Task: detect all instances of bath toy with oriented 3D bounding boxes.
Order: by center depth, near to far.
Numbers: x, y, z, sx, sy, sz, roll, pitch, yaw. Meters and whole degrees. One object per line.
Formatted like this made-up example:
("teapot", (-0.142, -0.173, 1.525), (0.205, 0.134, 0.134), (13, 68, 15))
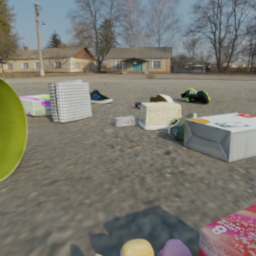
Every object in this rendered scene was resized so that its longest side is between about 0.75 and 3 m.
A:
("bath toy", (0.392, 1.368, 2.670), (1.466, 0.638, 0.542), (1, -11, -15))

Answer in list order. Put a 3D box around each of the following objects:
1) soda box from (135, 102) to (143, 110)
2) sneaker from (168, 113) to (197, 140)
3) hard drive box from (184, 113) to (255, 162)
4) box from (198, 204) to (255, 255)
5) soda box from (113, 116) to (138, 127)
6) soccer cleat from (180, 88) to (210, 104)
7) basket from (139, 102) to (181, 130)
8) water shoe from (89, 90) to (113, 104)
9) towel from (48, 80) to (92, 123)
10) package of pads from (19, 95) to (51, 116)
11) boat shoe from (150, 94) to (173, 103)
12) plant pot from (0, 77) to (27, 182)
("soda box", (0.759, -1.126, 14.498), (0.378, 0.338, 1.068), (-8, 14, -29))
("sneaker", (1.736, -0.109, 8.998), (0.898, 0.671, 2.000), (7, 17, 10))
("hard drive box", (2.785, 0.178, 7.475), (2.045, 0.785, 1.594), (-7, 15, -30))
("box", (1.493, 1.334, 1.410), (1.063, 1.110, 2.226), (-8, 15, -32))
("soda box", (-0.086, -0.247, 10.541), (0.910, 0.311, 0.289), (-6, 14, -27))
("soccer cleat", (4.054, -1.820, 16.967), (1.024, 0.853, 2.528), (-26, 21, -7))
("basket", (1.168, -0.458, 10.197), (1.409, 0.869, 0.955), (-2, 13, -12))
("water shoe", (-1.897, -1.905, 16.933), (2.074, 0.818, 0.741), (6, 14, 27))
("towel", (-2.410, -1.137, 11.602), (0.844, 1.634, 1.973), (0, 11, 27))
("package of pads", (-4.163, -1.114, 13.352), (1.814, 0.801, 2.347), (-11, 17, -42))
("boat shoe", (1.783, -1.203, 13.540), (0.883, 0.902, 2.549), (-3, 12, -11))
("plant pot", (-3.570, 0.038, 5.472), (2.226, 2.083, 2.083), (-1, 12, 18))
